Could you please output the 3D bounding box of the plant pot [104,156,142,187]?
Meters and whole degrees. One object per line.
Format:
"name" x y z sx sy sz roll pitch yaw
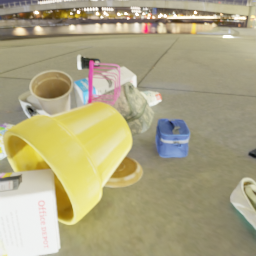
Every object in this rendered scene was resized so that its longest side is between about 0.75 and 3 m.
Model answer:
"plant pot" -0.388 1.339 9.176 1.727 0.237 1.727 0 25 0

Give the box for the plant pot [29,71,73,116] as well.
"plant pot" -3.241 -1.310 12.299 1.774 1.624 1.774 2 52 -3

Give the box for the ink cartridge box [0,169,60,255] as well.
"ink cartridge box" -2.752 1.930 6.063 2.350 1.734 1.006 -4 26 -15

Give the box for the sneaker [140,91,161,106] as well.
"sneaker" 1.044 -1.482 13.870 1.112 0.837 2.379 -13 7 11

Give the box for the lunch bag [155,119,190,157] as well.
"lunch bag" 1.630 0.304 10.375 1.122 1.093 1.652 -1 24 -2

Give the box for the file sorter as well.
"file sorter" -0.695 -1.176 7.883 0.844 0.935 1.346 2 -7 -10

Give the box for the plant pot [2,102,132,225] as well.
"plant pot" -1.341 0.614 7.295 2.695 2.695 2.535 20 44 37

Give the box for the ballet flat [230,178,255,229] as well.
"ballet flat" 3.427 2.149 6.569 0.974 0.974 2.806 -7 26 -15

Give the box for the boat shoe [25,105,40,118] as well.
"boat shoe" -3.703 -0.485 11.163 0.424 0.401 1.182 -32 65 -31

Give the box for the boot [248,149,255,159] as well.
"boot" 4.794 0.901 10.073 0.771 0.253 0.635 -15 18 -39

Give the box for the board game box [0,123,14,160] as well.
"board game box" -4.707 0.560 10.135 0.822 0.837 1.597 11 27 23

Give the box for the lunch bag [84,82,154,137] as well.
"lunch bag" -0.380 -0.602 10.421 2.148 1.801 1.496 -20 23 29

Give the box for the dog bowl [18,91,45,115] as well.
"dog bowl" -4.212 -1.312 14.314 2.522 0.739 2.522 0 24 0

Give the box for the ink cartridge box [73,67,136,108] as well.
"ink cartridge box" -0.929 -1.367 12.278 2.533 1.849 1.068 -22 42 -22

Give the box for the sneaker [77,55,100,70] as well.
"sneaker" -1.565 -2.663 11.380 0.836 0.546 1.495 0 13 0
